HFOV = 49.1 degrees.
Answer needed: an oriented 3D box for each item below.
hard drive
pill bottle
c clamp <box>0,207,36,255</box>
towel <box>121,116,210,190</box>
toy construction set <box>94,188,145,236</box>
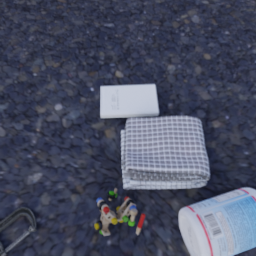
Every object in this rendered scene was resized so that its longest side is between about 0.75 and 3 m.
[{"bbox_3d":[0.021,-1.019,10.560,2.111,0.277,1.392,-2,57,-2],"label":"hard drive"},{"bbox_3d":[2.876,2.510,7.535,2.747,1.494,1.494,-15,58,-10],"label":"pill bottle"},{"bbox_3d":[-3.231,3.096,7.958,1.331,0.211,1.558,33,64,25],"label":"c clamp"},{"bbox_3d":[1.097,0.715,8.890,2.698,1.154,2.234,0,55,0],"label":"towel"},{"bbox_3d":[-0.283,2.601,7.902,1.410,1.083,1.176,23,16,30],"label":"toy construction set"}]
